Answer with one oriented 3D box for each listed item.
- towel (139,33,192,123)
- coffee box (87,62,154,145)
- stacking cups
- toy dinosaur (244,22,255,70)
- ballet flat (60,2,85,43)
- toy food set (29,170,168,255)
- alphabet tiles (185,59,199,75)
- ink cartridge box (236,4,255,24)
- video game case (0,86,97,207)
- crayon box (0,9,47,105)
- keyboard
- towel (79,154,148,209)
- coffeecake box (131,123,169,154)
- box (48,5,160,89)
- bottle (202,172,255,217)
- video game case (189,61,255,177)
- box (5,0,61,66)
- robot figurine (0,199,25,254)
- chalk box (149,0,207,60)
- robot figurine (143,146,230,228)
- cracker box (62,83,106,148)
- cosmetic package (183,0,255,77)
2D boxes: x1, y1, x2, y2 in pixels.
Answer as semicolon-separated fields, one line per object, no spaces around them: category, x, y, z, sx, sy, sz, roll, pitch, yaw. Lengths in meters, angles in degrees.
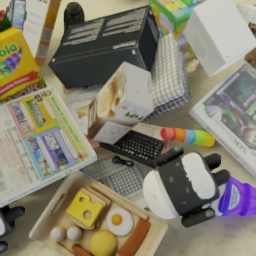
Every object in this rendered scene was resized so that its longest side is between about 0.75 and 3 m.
towel;0.801;-1.375;8.108;1.812;0.937;2.189;-23;52;31
coffee box;-0.242;-0.480;6.479;0.727;1.823;1.042;16;54;-27
stacking cups;1.577;0.256;7.529;1.493;0.452;0.452;4;55;-20
toy dinosaur;4.294;-2.594;9.218;1.160;1.831;2.702;28;88;-13
ballet flat;-1.880;-3.309;10.073;0.960;0.820;2.888;-3;63;1
toy food set;-0.666;2.218;6.023;2.519;0.761;1.808;28;78;17
alphabet tiles;1.717;-1.706;8.759;0.082;1.123;1.098;44;53;-14
ink cartridge box;4.193;-3.164;8.044;1.823;0.397;1.582;-17;42;-36
video game case;-2.360;0.260;6.712;2.333;0.283;2.562;-25;60;-20
crayon box;-3.297;-1.356;7.362;1.788;2.817;0.715;-36;44;-22
keyboard;0.017;0.513;7.006;1.637;0.210;0.983;19;76;26
towel;-0.374;1.454;6.906;1.636;0.283;1.575;-20;73;-12
coffeecake box;0.546;0.378;7.724;1.148;0.419;0.881;11;58;7
box;-0.621;-2.217;7.862;2.658;1.048;1.876;-3;48;25
bottle;2.173;1.574;6.657;2.357;0.769;0.984;12;85;6
video game case;3.422;-0.388;7.883;2.677;0.313;2.433;-40;80;-24
box;-3.129;-3.600;8.986;1.666;2.798;0.580;28;16;18
robot figurine;-3.268;2.073;6.221;1.793;1.119;1.347;-26;43;-16
chalk box;1.621;-3.513;9.080;1.494;2.413;1.501;-27;61;-16
robot figurine;1.174;1.161;5.778;1.754;1.094;1.317;-26;27;6
cracker box;-1.036;-0.460;8.157;1.365;0.588;2.038;-15;60;-9
cosmetic package;2.301;-2.343;7.255;0.943;1.535;1.530;-30;88;2
